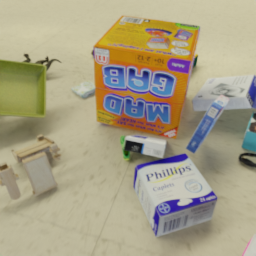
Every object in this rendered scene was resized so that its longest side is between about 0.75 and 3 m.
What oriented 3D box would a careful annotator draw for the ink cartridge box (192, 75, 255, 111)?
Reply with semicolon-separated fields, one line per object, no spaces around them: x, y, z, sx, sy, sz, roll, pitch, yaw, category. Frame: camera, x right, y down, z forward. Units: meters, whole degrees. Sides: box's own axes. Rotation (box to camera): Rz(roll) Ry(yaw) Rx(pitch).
3.825;-1.304;10.033;2.471;0.502;2.466;1;27;30;ink cartridge box

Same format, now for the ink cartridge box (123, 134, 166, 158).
0.562;0.488;8.110;1.055;0.416;2.122;10;3;10;ink cartridge box

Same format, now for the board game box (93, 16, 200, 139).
0.666;-1.810;9.510;2.809;2.807;2.807;12;41;11;board game box

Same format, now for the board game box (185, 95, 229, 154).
2.293;-0.139;8.029;0.321;1.482;1.475;32;27;15;board game box

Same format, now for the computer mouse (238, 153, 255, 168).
3.993;1.340;7.729;0.629;0.365;2.146;-40;44;-7;computer mouse

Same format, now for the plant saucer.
-3.883;-1.242;9.422;2.137;0.512;2.140;4;64;-22;plant saucer

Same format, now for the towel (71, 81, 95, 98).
-1.717;-1.577;11.419;0.944;0.227;0.808;-30;44;-32;towel

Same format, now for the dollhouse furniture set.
-2.840;1.091;8.006;1.719;0.984;2.016;-22;20;-27;dollhouse furniture set

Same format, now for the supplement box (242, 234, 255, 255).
2.787;2.865;4.436;2.206;1.117;1.140;26;71;27;supplement box

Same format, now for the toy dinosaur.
-4.171;-2.627;12.390;2.450;0.943;1.253;6;52;-2;toy dinosaur

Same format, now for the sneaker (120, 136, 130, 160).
-0.062;0.577;8.357;0.280;0.316;0.755;-8;73;-10;sneaker

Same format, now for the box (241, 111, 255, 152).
5.107;0.457;8.456;2.933;0.721;1.207;18;42;22;box

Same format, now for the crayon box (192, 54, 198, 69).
1.940;-3.098;13.001;2.040;0.595;1.760;23;45;25;crayon box

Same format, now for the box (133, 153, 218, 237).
1.084;1.585;6.937;1.493;0.852;1.624;-12;39;-15;box

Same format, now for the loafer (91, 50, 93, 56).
-1.249;-4.139;14.296;0.634;0.617;1.737;25;45;28;loafer
